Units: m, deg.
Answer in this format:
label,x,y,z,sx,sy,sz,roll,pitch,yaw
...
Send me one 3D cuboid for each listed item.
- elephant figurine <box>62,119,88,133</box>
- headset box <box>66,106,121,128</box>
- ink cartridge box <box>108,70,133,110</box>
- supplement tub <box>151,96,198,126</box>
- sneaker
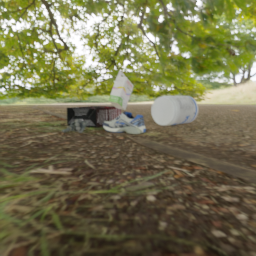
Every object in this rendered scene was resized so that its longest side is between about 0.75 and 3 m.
label,x,y,z,sx,sy,sz,roll,pitch,yaw
elephant figurine,-2.283,-0.051,11.994,0.889,0.629,0.689,-14,-33,40
headset box,-1.693,-0.655,14.956,1.925,0.972,2.590,4,8,31
ink cartridge box,-0.239,-1.596,11.794,0.490,1.457,0.853,13,-11,25
supplement tub,2.533,-0.944,14.994,1.558,1.558,2.361,7,10,44
sneaker,-0.170,-0.269,12.070,2.152,0.917,0.829,4,8,33
